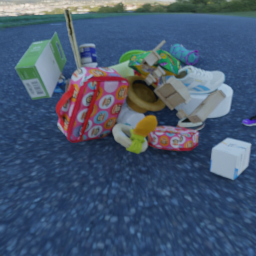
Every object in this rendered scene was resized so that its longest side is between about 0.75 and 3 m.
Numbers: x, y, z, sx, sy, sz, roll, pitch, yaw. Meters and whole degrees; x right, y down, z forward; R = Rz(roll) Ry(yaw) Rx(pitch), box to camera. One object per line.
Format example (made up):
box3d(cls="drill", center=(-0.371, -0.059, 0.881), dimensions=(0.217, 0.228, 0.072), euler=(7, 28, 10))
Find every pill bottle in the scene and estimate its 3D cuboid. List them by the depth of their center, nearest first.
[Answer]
box3d(cls="pill bottle", center=(-1.252, -2.180, 8.892), dimensions=(0.499, 0.863, 0.499), euler=(-7, 8, 1))
box3d(cls="pill bottle", center=(-0.181, -0.651, 10.562), dimensions=(1.005, 1.005, 1.773), euler=(-16, 42, -27))

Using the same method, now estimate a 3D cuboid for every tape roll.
box3d(cls="tape roll", center=(3.174, -1.321, 12.113), dimensions=(2.457, 0.859, 2.457), euler=(0, 29, 0))

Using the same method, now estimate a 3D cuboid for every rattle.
box3d(cls="rattle", center=(0.249, -0.125, 8.438), dimensions=(1.185, 1.301, 1.821), euler=(18, 21, 5))

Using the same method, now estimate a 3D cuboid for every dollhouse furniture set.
box3d(cls="dollhouse furniture set", center=(1.616, -1.441, 9.023), dimensions=(1.145, 2.585, 1.340), euler=(-45, 4, -12))
box3d(cls="dollhouse furniture set", center=(2.040, -2.309, 12.625), dimensions=(0.559, 1.079, 0.478), euler=(13, 58, -44))

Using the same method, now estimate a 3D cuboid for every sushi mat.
box3d(cls="sushi mat", center=(-1.571, -2.049, 8.876), dimensions=(0.179, 2.957, 1.415), euler=(-12, 52, -6))

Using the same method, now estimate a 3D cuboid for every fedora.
box3d(cls="fedora", center=(0.457, -1.070, 9.912), dimensions=(1.835, 0.748, 1.835), euler=(22, 39, -19))

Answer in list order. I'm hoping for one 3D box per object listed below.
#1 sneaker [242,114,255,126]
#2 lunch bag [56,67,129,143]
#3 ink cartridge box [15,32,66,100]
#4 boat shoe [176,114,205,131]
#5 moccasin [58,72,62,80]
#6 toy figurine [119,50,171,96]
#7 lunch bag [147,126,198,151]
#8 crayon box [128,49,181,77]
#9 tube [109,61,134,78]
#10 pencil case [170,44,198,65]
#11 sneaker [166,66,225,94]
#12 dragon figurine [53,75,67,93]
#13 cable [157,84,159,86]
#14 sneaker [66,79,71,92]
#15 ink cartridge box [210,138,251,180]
box3d(cls="sneaker", center=(4.805, -0.329, 10.707), dimensions=(0.878, 0.437, 0.305), euler=(-2, 29, -5))
box3d(cls="lunch bag", center=(-1.226, -0.714, 8.785), dimensions=(2.120, 2.407, 0.986), euler=(-8, 42, -42))
box3d(cls="ink cartridge box", center=(-2.557, -1.933, 8.521), dimensions=(0.625, 1.094, 2.107), euler=(-6, 42, 11))
box3d(cls="boat shoe", center=(2.348, -0.225, 10.370), dimensions=(0.659, 0.580, 1.853), euler=(19, 32, 34))
box3d(cls="moccasin", center=(-3.955, -3.016, 15.094), dimensions=(0.979, 1.033, 2.676), euler=(-4, 28, -6))
box3d(cls="toy figurine", center=(0.600, -1.890, 11.942), dimensions=(2.514, 1.888, 2.314), euler=(-9, 55, 33))
box3d(cls="lunch bag", center=(1.483, 0.288, 9.123), dimensions=(1.525, 0.625, 1.343), euler=(8, 14, 28))
box3d(cls="crayon box", center=(0.909, -2.287, 10.116), dimensions=(1.039, 0.509, 1.749), euler=(22, -6, -33))
box3d(cls="tube", center=(-0.368, -2.056, 10.814), dimensions=(0.682, 0.762, 2.625), euler=(39, 30, 12))
box3d(cls="pencil case", center=(3.692, -4.920, 18.667), dimensions=(0.976, 1.060, 2.293), euler=(27, 14, -34))
box3d(cls="sneaker", center=(2.672, -1.929, 11.077), dimensions=(2.314, 0.935, 0.885), euler=(-8, 48, 3))
box3d(cls="dragon figurine", center=(-3.527, -2.102, 13.868), dimensions=(1.981, 0.985, 0.583), euler=(7, 20, -30))
box3d(cls="cable", center=(1.430, -1.493, 12.287), dimensions=(1.061, 1.061, 0.367), euler=(33, 78, 22))
box3d(cls="sneaker", center=(-1.819, -0.960, 9.755), dimensions=(0.681, 1.704, 0.608), euler=(-3, 41, -14))
box3d(cls="ink cartridge box", center=(2.920, 0.852, 7.989), dimensions=(0.731, 0.744, 1.011), euler=(17, 27, 39))
